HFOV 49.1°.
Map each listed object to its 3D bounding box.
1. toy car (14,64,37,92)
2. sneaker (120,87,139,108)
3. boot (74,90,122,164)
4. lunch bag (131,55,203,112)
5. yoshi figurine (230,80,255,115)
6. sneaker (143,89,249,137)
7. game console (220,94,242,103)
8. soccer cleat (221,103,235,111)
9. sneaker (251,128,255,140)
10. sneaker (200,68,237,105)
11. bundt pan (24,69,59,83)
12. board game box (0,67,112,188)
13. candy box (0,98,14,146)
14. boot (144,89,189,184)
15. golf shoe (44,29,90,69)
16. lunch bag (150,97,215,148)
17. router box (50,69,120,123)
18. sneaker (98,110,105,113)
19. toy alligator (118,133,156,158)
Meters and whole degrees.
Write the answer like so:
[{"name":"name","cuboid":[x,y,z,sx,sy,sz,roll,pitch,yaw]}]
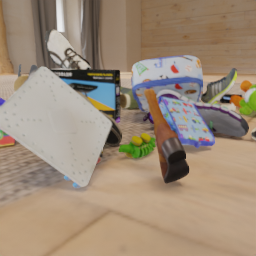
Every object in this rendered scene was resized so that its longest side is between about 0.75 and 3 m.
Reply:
[{"name":"toy car","cuboid":[-3.686,-1.458,10.485,1.495,1.820,1.436,7,16,27]},{"name":"sneaker","cuboid":[0.073,-1.326,12.281,1.058,0.791,2.358,-1,18,-15]},{"name":"boot","cuboid":[-0.720,0.187,5.782,0.650,1.776,1.337,-26,42,18]},{"name":"lunch bag","cuboid":[1.237,-1.309,9.389,2.340,1.104,2.921,-7,-15,7]},{"name":"yoshi figurine","cuboid":[4.746,-1.145,10.463,1.481,1.486,2.645,-17,18,-3]},{"name":"sneaker","cuboid":[1.754,-0.098,7.576,2.676,0.996,1.171,23,65,30]},{"name":"game console","cuboid":[5.005,-1.468,13.882,1.182,0.242,2.004,6,15,22]},{"name":"soccer cleat","cuboid":[3.122,-0.568,9.457,0.960,0.372,0.333,-16,-9,9]},{"name":"sneaker","cuboid":[3.388,0.141,7.232,0.954,0.336,0.446,-8,4,-32]},{"name":"sneaker","cuboid":[3.584,-1.647,11.171,0.753,1.860,0.687,36,28,-2]},{"name":"bundt pan","cuboid":[-2.529,-0.799,7.501,0.684,1.822,1.822,27,7,-15]},{"name":"board game box","cuboid":[-1.150,-0.064,4.697,0.217,1.680,1.679,-38,21,35]},{"name":"candy box","cuboid":[-4.331,-0.204,6.926,2.357,1.074,2.788,-7,14,-33]},{"name":"boot","cuboid":[0.519,0.168,4.486,0.425,1.169,1.242,-23,53,2]},{"name":"golf shoe","cuboid":[-1.883,-2.328,9.759,1.181,2.499,0.972,-4,35,39]},{"name":"lunch bag","cuboid":[1.302,-0.045,6.391,1.032,0.645,1.370,7,33,-29]},{"name":"router box","cuboid":[-1.382,-1.056,9.109,2.268,1.692,0.579,5,15,19]},{"name":"sneaker","cuboid":[-1.327,-0.034,6.788,1.261,0.787,2.138,4,14,23]},{"name":"toy alligator","cuboid":[0.384,0.381,5.988,0.394,0.431,1.452,44,35,25]}]
